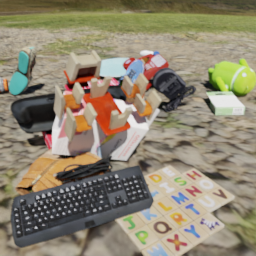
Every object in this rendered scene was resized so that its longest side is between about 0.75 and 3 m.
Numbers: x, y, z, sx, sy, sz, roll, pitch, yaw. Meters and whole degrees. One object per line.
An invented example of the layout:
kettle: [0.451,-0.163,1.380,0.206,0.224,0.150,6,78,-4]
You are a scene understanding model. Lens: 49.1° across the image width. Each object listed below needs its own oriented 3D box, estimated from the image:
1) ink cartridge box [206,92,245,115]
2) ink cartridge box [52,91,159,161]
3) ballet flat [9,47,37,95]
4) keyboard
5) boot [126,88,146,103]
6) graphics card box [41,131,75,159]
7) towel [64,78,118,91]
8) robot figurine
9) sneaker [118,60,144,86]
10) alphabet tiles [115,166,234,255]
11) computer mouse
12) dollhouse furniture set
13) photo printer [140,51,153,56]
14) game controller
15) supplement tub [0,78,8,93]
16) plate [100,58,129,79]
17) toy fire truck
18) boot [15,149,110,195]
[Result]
ink cartridge box: [3.677,-0.950,10.762,1.070,0.353,1.471,-2,28,0]
ink cartridge box: [-0.499,0.060,6.945,2.488,1.449,0.840,7,50,-23]
ballet flat: [-4.227,-2.342,11.571,0.805,2.373,0.893,36,38,1]
keyboard: [-0.959,1.281,5.720,2.807,0.556,1.461,-12,51,-18]
boot: [0.155,-0.892,10.488,0.587,0.839,1.565,32,64,16]
graphics card box: [-1.244,0.171,8.350,2.385,0.607,1.497,-14,31,-23]
towel: [-1.341,-1.631,12.092,2.452,0.276,1.773,-13,35,-24]
robot figurine: [4.489,-2.119,12.065,1.874,1.235,2.136,-33,40,-21]
sneaker: [0.067,-1.867,10.823,0.661,1.683,0.750,32,5,-2]
alphabet tiles: [0.956,1.632,6.099,2.579,0.097,2.156,-17,32,-29]
computer mouse: [1.422,-1.468,9.785,1.376,1.987,0.524,-38,50,14]
dollhouse furniture set: [-0.679,-0.681,6.313,2.070,1.066,2.048,-15,58,-30]
photo printer: [1.263,-4.880,18.457,0.757,0.263,0.630,18,33,32]
game controller: [-1.470,-0.493,7.396,2.940,1.533,0.619,-10,59,-10]
supplement tub: [-5.798,-1.807,12.088,1.106,0.678,0.678,-7,28,-14]
plate: [-0.555,-3.082,14.733,2.853,0.365,2.853,-3,32,2]
toy fire truck: [0.800,-2.682,12.459,1.713,1.143,2.039,-33,32,7]
boot: [-1.466,1.141,6.415,1.871,0.718,1.453,15,35,13]
